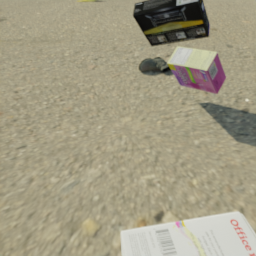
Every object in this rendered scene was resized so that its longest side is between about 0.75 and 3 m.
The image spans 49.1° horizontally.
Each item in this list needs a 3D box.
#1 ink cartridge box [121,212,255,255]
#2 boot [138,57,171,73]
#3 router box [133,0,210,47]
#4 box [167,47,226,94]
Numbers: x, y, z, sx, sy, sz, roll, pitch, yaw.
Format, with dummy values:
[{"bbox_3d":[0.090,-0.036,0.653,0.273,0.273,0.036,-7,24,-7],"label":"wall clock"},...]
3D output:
[{"bbox_3d":[1.213,2.628,4.941,2.444,1.034,1.766,-7,35,-8],"label":"ink cartridge box"},{"bbox_3d":[1.403,-3.047,13.841,1.617,0.547,1.056,-24,47,-29],"label":"boot"},{"bbox_3d":[1.688,-4.090,10.658,2.462,1.936,0.643,-1,69,26],"label":"router box"},{"bbox_3d":[1.804,-1.506,7.342,1.184,1.041,0.572,23,77,39],"label":"box"}]
